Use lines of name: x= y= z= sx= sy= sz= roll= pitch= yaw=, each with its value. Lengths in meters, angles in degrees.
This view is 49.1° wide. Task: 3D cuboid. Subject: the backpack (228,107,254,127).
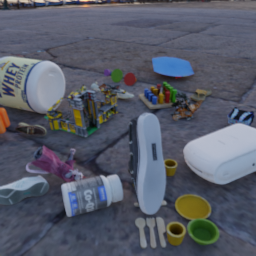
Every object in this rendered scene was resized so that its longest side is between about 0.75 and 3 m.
backpack: x=4.185 y=-0.294 z=10.538 sx=0.863 sy=0.636 sz=0.945 roll=20 pitch=34 yaw=31

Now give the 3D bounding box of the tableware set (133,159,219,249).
tableware set: x=1.098 y=1.763 z=7.110 sx=1.911 sy=0.435 sz=2.837 roll=-1 pitch=29 yaw=-2

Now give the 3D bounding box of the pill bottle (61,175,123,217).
pill bottle: x=-0.887 y=1.639 z=6.956 sx=1.393 sy=0.793 sz=0.793 roll=-11 pitch=31 yaw=-18

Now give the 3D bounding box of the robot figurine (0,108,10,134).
robot figurine: x=-5.327 y=-0.167 z=9.623 sx=2.222 sy=1.296 sz=1.598 roll=-4 pitch=69 yaw=2

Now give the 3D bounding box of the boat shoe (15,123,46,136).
boat shoe: x=-3.451 y=0.100 z=9.902 sx=1.072 sy=0.387 sz=0.386 roll=15 pitch=22 yaw=3

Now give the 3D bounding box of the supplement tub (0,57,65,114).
supplement tub: x=-4.422 y=-1.846 z=11.787 sx=2.942 sy=2.133 sz=2.133 roll=11 pitch=31 yaw=21

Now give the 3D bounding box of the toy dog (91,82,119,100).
toy dog: x=-0.903 y=-1.710 z=12.175 sx=1.292 sy=0.622 sz=0.852 roll=24 pitch=2 yaw=-23

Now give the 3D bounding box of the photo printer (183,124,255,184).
photo printer: x=2.835 y=0.719 z=8.077 sx=2.251 sy=0.782 sz=1.873 roll=-20 pitch=21 yaw=-10

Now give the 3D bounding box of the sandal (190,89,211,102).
sandal: x=3.426 y=-1.622 z=13.101 sx=0.642 sy=0.432 sz=1.599 roll=22 pitch=36 yaw=33

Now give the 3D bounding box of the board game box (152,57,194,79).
board game box: x=2.482 y=-3.293 z=16.026 sx=2.206 sy=0.544 sz=2.792 roll=4 pitch=35 yaw=-2

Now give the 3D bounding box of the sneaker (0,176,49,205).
sneaker: x=-2.851 y=1.620 z=7.390 sx=1.417 sy=0.498 sz=0.568 roll=-8 pitch=22 yaw=-26

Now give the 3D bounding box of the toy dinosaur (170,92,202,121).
toy dinosaur: x=2.365 y=-0.814 z=11.543 sx=1.663 sy=0.850 sz=1.129 roll=-10 pitch=53 yaw=-43

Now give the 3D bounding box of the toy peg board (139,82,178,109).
toy peg board: x=1.398 y=-1.506 z=12.549 sx=1.435 sy=0.705 sz=1.441 roll=-7 pitch=30 yaw=-18

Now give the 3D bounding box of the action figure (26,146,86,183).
action figure: x=-1.906 y=1.170 z=7.684 sx=1.593 sy=1.186 sz=1.067 roll=37 pitch=15 yaw=-13

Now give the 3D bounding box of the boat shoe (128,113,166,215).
boat shoe: x=0.341 y=0.883 z=7.106 sx=0.866 sy=2.476 sz=0.820 roll=0 pitch=-6 yaw=-43

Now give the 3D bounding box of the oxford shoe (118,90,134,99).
oxford shoe: x=-0.294 y=-1.583 z=12.954 sx=1.253 sy=0.362 sz=0.471 roll=14 pitch=23 yaw=37

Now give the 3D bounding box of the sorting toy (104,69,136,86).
sorting toy: x=-0.338 y=-2.743 z=15.092 sx=2.056 sy=0.713 sz=0.708 roll=21 pitch=12 yaw=29

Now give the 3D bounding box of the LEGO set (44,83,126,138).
LEGO set: x=-1.695 y=-1.046 z=10.611 sx=2.259 sy=1.702 sz=2.937 roll=21 pitch=38 yaw=38
